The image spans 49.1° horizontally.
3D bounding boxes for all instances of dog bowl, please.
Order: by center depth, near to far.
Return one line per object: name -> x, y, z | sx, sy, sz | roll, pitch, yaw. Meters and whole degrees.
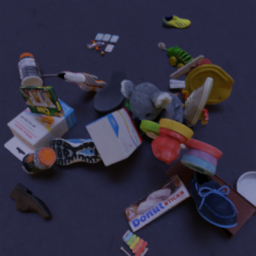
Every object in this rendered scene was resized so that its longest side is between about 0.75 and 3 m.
dog bowl -> 4.342, 2.201, 9.570 | 1.315, 0.518, 1.315 | -3, 56, 4

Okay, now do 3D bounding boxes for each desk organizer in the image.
desk organizer -> 2.651, 2.170, 9.297 | 1.101, 1.026, 2.860 | -43, 61, -10

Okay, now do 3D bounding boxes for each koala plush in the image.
koala plush -> 0.787, -0.755, 9.933 | 2.165, 2.441, 2.243 | 25, 77, 33

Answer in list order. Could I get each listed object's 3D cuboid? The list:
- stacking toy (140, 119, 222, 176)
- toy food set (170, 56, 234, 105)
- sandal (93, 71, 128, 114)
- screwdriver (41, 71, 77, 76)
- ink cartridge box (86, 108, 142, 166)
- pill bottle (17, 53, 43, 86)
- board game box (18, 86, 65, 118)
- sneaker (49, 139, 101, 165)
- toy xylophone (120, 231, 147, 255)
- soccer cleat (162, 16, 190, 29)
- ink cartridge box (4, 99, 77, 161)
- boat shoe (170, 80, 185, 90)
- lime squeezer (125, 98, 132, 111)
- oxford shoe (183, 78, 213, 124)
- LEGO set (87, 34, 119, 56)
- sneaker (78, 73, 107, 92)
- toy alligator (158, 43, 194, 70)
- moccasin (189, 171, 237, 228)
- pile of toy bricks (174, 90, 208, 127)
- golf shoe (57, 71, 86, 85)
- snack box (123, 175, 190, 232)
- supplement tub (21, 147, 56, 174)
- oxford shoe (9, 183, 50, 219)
stacking toy -> 1.315, 0.677, 8.148 | 2.377, 2.152, 1.004 | 31, 79, -29
toy food set -> 2.915, -1.952, 10.755 | 2.551, 1.501, 0.833 | 30, 38, -30
sandal -> -0.582, -1.412, 11.678 | 1.112, 0.626, 2.924 | 15, 42, 8
screwdriver -> -3.234, -2.420, 12.913 | 1.758, 0.245, 0.256 | -8, 87, -2
ink cartridge box -> -0.324, 0.183, 9.646 | 0.836, 2.487, 1.445 | -25, 94, 20
pill bottle -> -4.432, -2.573, 12.575 | 0.924, 0.924, 1.740 | -16, 57, -10
board game box -> -2.888, -0.889, 9.255 | 1.977, 1.036, 0.232 | 8, 40, 44
sneaker -> -1.813, 0.854, 10.323 | 2.432, 1.094, 0.953 | 3, 95, 23
toy xylophone -> 0.161, 3.656, 8.688 | 0.863, 0.217, 0.632 | 35, 58, 4
soccer cleat -> 2.562, -5.637, 14.807 | 1.482, 0.620, 0.479 | 3, 56, 2
ink cartridge box -> -3.477, -0.012, 10.875 | 1.510, 0.890, 2.624 | 33, 62, 20
boat shoe -> 2.381, -1.878, 12.430 | 1.237, 0.455, 0.413 | 3, 99, -16
lime squeezer -> 0.295, -0.873, 11.355 | 0.633, 1.792, 0.338 | -25, 39, 33
oxford shoe -> 2.455, -0.945, 10.081 | 0.687, 2.381, 0.895 | 27, 64, 12
LEGO set -> -1.285, -4.272, 14.063 | 1.172, 0.385, 1.569 | 14, 57, 14
sneaker -> -1.660, -1.940, 11.722 | 0.681, 1.764, 0.690 | 44, 105, 28
toy alligator -> 2.344, -3.474, 13.269 | 0.836, 0.765, 2.819 | -30, 61, -18
moccasin -> 2.213, 1.844, 7.815 | 0.941, 0.798, 2.340 | -3, 16, -12
pile of toy bricks -> 2.513, -0.982, 11.494 | 1.040, 0.926, 1.875 | -15, 57, -11
golf shoe -> -2.034, -1.791, 10.141 | 1.157, 0.420, 0.533 | 14, 21, 29
snack box -> 0.903, 2.457, 9.094 | 2.157, 0.262, 0.775 | -36, 61, 7
supplement tub -> -3.021, 1.097, 9.506 | 0.757, 1.235, 0.757 | 20, 60, -39
oxford shoe -> -3.292, 2.589, 9.356 | 1.724, 0.626, 0.728 | 27, 67, 27
